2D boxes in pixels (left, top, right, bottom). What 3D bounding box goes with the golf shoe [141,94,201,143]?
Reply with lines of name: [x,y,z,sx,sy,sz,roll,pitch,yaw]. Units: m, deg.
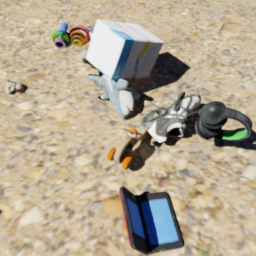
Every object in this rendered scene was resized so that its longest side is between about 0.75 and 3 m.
golf shoe: [1.842,-0.333,10.564,2.811,1.093,1.328,-26,78,-25]

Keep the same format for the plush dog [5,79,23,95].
plush dog: [-4.863,-1.810,12.024,0.648,0.606,0.755,10,46,-23]

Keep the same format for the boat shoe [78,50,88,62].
boat shoe: [-1.812,-3.606,13.635,1.560,0.445,0.522,-43,97,-26]

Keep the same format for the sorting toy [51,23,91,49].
sorting toy: [-2.450,-3.588,11.370,1.837,1.104,0.754,-7,55,25]

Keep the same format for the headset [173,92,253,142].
headset: [2.704,-0.382,9.054,2.519,1.556,1.184,18,65,11]

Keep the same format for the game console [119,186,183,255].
game console: [0.634,2.525,7.995,1.064,1.545,1.793,-26,49,13]

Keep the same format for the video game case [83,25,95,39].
video game case: [-0.837,-4.676,14.242,2.444,0.281,2.227,37,44,26]

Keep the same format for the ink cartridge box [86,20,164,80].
ink cartridge box: [-0.122,-3.190,11.525,2.351,1.717,1.725,-14,48,-44]

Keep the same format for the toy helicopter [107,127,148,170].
toy helicopter: [0.150,0.421,9.655,0.789,1.323,2.001,27,36,19]

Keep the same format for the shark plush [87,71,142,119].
shark plush: [-0.823,-1.611,11.552,2.978,1.353,1.240,38,91,21]
